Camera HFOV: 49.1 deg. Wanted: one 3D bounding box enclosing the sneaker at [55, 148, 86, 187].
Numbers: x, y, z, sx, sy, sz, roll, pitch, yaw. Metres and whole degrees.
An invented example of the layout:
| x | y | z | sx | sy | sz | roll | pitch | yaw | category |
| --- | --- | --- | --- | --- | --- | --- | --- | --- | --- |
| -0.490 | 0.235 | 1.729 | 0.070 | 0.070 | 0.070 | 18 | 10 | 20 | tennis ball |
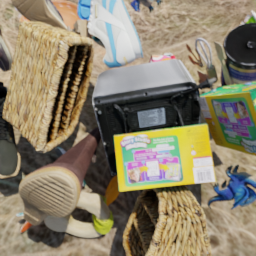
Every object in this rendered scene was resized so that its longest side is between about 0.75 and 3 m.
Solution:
| x | y | z | sx | sy | sz | roll | pitch | yaw | category |
| --- | --- | --- | --- | --- | --- | --- | --- | --- | --- |
| -2.042 | 1.341 | 8.987 | 0.735 | 0.625 | 1.611 | -32 | 65 | -12 | sneaker |

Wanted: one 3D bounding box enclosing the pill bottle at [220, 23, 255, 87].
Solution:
| x | y | z | sx | sy | sz | roll | pitch | yaw | category |
| --- | --- | --- | --- | --- | --- | --- | --- | --- | --- |
| 3.199 | -1.565 | 7.612 | 1.306 | 2.336 | 1.306 | -6 | 66 | 14 | pill bottle |

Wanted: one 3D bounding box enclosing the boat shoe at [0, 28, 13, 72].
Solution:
| x | y | z | sx | sy | sz | roll | pitch | yaw | category |
| --- | --- | --- | --- | --- | --- | --- | --- | --- | --- |
| -4.127 | -2.565 | 8.269 | 0.817 | 2.523 | 0.907 | -37 | 71 | -24 | boat shoe |

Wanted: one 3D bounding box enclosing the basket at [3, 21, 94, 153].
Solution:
| x | y | z | sx | sy | sz | roll | pitch | yaw | category |
| --- | --- | --- | --- | --- | --- | --- | --- | --- | --- |
| -1.674 | -1.001 | 7.134 | 2.068 | 2.776 | 1.981 | 31 | 21 | 37 | basket |

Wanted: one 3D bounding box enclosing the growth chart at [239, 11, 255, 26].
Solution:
| x | y | z | sx | sy | sz | roll | pitch | yaw | category |
| --- | --- | --- | --- | --- | --- | --- | --- | --- | --- |
| 3.416 | -2.754 | 8.192 | 0.101 | 1.136 | 0.822 | 6 | 46 | -30 | growth chart |

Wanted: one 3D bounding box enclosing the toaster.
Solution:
| x | y | z | sx | sy | sz | roll | pitch | yaw | category |
| --- | --- | --- | --- | --- | --- | --- | --- | --- | --- |
| 0.595 | -0.260 | 7.153 | 2.765 | 2.500 | 1.641 | -10 | 38 | 2 | toaster |

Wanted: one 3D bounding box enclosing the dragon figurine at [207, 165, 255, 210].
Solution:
| x | y | z | sx | sy | sz | roll | pitch | yaw | category |
| --- | --- | --- | --- | --- | --- | --- | --- | --- | --- |
| 2.488 | 1.494 | 6.349 | 0.566 | 1.923 | 0.956 | 6 | 35 | -41 | dragon figurine |

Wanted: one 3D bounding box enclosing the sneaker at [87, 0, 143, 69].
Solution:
| x | y | z | sx | sy | sz | roll | pitch | yaw | category |
| --- | --- | --- | --- | --- | --- | --- | --- | --- | --- |
| -0.591 | -2.874 | 7.256 | 1.102 | 1.044 | 2.729 | -24 | 81 | 4 | sneaker |

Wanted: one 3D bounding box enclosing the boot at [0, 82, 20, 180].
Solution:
| x | y | z | sx | sy | sz | roll | pitch | yaw | category |
| --- | --- | --- | --- | --- | --- | --- | --- | --- | --- |
| -3.545 | 0.072 | 7.767 | 0.919 | 1.641 | 2.372 | -10 | 57 | -31 | boot |

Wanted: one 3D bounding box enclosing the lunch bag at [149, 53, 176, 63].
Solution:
| x | y | z | sx | sy | sz | roll | pitch | yaw | category |
| --- | --- | --- | --- | --- | --- | --- | --- | --- | --- |
| 1.169 | -1.119 | 9.286 | 1.059 | 2.278 | 2.586 | -4 | 61 | -4 | lunch bag |

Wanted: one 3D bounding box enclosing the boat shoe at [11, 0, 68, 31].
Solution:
| x | y | z | sx | sy | sz | roll | pitch | yaw | category |
| --- | --- | --- | --- | --- | --- | --- | --- | --- | --- |
| -2.467 | -3.321 | 7.720 | 0.794 | 2.208 | 0.715 | -31 | 52 | 14 | boat shoe |

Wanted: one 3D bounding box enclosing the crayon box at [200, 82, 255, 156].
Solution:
| x | y | z | sx | sy | sz | roll | pitch | yaw | category |
| --- | --- | --- | --- | --- | --- | --- | --- | --- | --- |
| 2.575 | -0.223 | 6.368 | 0.704 | 2.416 | 1.435 | -24 | 98 | -7 | crayon box |

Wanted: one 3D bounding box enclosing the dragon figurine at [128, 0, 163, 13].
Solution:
| x | y | z | sx | sy | sz | roll | pitch | yaw | category |
| --- | --- | --- | --- | --- | --- | --- | --- | --- | --- |
| 0.398 | -3.819 | 7.704 | 0.565 | 0.954 | 1.919 | -29 | 53 | 36 | dragon figurine |

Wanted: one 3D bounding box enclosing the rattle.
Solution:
| x | y | z | sx | sy | sz | roll | pitch | yaw | category |
| --- | --- | --- | --- | --- | --- | --- | --- | --- | --- |
| -1.704 | 2.153 | 8.368 | 2.738 | 1.783 | 1.956 | -13 | 48 | 23 | rattle |

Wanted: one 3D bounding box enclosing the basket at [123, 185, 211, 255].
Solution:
| x | y | z | sx | sy | sz | roll | pitch | yaw | category |
| --- | --- | --- | --- | --- | --- | --- | --- | --- | --- |
| 0.611 | 2.055 | 6.107 | 1.612 | 2.164 | 1.545 | -11 | 96 | -5 | basket |

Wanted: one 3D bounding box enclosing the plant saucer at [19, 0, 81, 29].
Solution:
| x | y | z | sx | sy | sz | roll | pitch | yaw | category |
| --- | --- | --- | --- | --- | --- | --- | --- | --- | --- |
| -3.209 | -4.460 | 12.001 | 2.767 | 0.518 | 2.767 | -1 | 57 | 2 | plant saucer |

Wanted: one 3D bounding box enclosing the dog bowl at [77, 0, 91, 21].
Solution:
| x | y | z | sx | sy | sz | roll | pitch | yaw | category |
| --- | --- | --- | --- | --- | --- | --- | --- | --- | --- |
| -1.638 | -4.589 | 10.597 | 0.579 | 1.038 | 0.257 | -2 | 21 | -36 | dog bowl |

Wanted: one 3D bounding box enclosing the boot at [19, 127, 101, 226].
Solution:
| x | y | z | sx | sy | sz | roll | pitch | yaw | category |
| --- | --- | --- | --- | --- | --- | --- | --- | --- | --- |
| -1.284 | 0.763 | 6.261 | 1.081 | 2.988 | 2.485 | 37 | 51 | -7 | boot |

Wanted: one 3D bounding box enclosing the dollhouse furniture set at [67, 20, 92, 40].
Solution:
| x | y | z | sx | sy | sz | roll | pitch | yaw | category |
| --- | --- | --- | --- | --- | --- | --- | --- | --- | --- |
| -1.461 | -2.731 | 8.912 | 1.060 | 2.044 | 0.905 | -13 | 101 | -28 | dollhouse furniture set |

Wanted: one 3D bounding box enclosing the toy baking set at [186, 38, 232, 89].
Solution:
| x | y | z | sx | sy | sz | roll | pitch | yaw | category |
| --- | --- | --- | --- | --- | --- | --- | --- | --- | --- |
| 2.206 | -1.538 | 7.695 | 0.288 | 2.477 | 1.901 | -35 | 100 | 0 | toy baking set |

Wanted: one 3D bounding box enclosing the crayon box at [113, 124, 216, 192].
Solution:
| x | y | z | sx | sy | sz | roll | pitch | yaw | category |
| --- | --- | --- | --- | --- | --- | --- | --- | --- | --- |
| 0.720 | 0.634 | 5.790 | 1.945 | 0.567 | 1.155 | -7 | 79 | 7 | crayon box |
